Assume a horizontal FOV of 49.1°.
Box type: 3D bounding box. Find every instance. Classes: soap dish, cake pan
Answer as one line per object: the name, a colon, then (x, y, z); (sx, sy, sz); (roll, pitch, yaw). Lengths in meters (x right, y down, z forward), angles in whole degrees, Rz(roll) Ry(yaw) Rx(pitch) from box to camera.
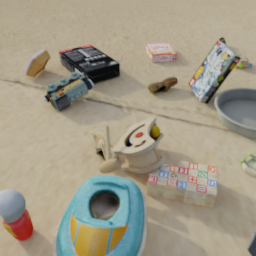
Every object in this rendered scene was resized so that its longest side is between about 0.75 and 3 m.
soap dish: (-3.810, -2.709, 11.858); (0.471, 0.913, 1.160); (36, 35, -11)
cake pan: (4.182, -0.507, 9.308); (2.614, 0.479, 2.614); (0, 37, 0)

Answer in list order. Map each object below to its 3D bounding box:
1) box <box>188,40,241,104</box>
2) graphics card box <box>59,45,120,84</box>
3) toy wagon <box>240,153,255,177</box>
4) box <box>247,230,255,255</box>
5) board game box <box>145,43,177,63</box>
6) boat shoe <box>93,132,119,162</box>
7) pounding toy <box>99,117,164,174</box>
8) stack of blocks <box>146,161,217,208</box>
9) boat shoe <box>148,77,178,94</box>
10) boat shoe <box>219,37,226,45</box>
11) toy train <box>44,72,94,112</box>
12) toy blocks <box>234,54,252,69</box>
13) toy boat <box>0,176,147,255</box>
box: (3.049, -2.010, 10.135); (0.388, 1.943, 1.331); (17, 33, -23)
graphics card box: (-1.717, -2.811, 12.219); (1.660, 0.673, 2.646); (-22, 41, -27)
toy wagon: (3.571, 0.978, 7.576); (0.992, 0.196, 0.770); (-25, 44, -31)
box: (3.716, 2.388, 4.753); (1.812, 1.307, 2.442); (-16, 40, -20)
board game box: (1.571, -3.690, 13.647); (1.171, 0.358, 1.546); (-6, 37, -8)
boat shoe: (-0.727, 0.570, 7.901); (0.413, 0.456, 1.280); (-18, 42, -24)
pounding toy: (0.219, 0.312, 7.197); (1.281, 1.285, 2.240); (-13, 25, 33)
stack of blocks: (1.328, 1.302, 6.903); (1.611, 0.472, 0.928); (8, 38, 12)
boat shoe: (1.410, -1.587, 10.838); (1.268, 0.456, 0.431); (-21, 46, -12)
boat shoe: (4.793, -4.286, 14.348); (0.475, 0.476, 1.286); (5, 37, 7)
toy train: (-2.108, -1.318, 10.068); (1.792, 0.763, 1.021); (-32, 51, -19)
toy blocks: (5.139, -3.086, 12.791); (0.796, 0.582, 1.165); (-3, 36, -24)
toy boat: (-1.102, 1.832, 5.401); (2.925, 1.359, 2.459); (3, 43, 6)
